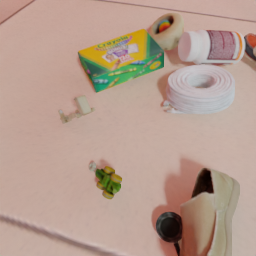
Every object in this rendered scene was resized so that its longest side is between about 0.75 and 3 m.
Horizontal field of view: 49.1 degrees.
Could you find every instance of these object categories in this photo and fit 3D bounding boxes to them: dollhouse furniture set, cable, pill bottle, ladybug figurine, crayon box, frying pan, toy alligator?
[{"bbox_3d":[-1.458,-0.533,7.910,1.102,0.488,0.571,-19,5,44],"label":"dollhouse furniture set"},{"bbox_3d":[2.201,-1.241,8.635,2.072,0.717,2.072,5,43,15],"label":"cable"},{"bbox_3d":[2.781,-2.722,9.476,1.971,1.126,1.126,-3,46,-17],"label":"pill bottle"},{"bbox_3d":[1.506,-3.680,10.809,1.503,0.797,2.214,-25,36,24],"label":"ladybug figurine"},{"bbox_3d":[-0.232,-2.285,9.348,2.492,0.726,1.480,-23,54,-10],"label":"crayon box"},{"bbox_3d":[1.013,2.232,5.832,0.618,0.166,1.022,-35,68,-16],"label":"frying pan"},{"bbox_3d":[-0.492,1.168,6.551,0.378,0.521,1.573,24,6,-30],"label":"toy alligator"}]

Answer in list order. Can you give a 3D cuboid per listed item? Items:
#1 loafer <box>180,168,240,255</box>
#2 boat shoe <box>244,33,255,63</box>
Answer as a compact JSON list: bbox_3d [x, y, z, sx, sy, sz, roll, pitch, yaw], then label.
[{"bbox_3d":[1.446,1.849,5.524,0.929,1.029,2.720,39,44,-3],"label":"loafer"},{"bbox_3d":[4.809,-2.511,9.652,0.858,0.754,2.411,-20,61,-8],"label":"boat shoe"}]
